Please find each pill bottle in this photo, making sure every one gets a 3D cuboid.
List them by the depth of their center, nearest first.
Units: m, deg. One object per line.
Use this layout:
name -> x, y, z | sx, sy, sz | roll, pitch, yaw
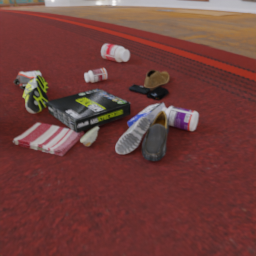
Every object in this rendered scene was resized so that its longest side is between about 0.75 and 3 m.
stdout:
pill bottle -> 2.082, -0.405, 11.500 | 1.448, 0.814, 0.814 | 15, 34, 23
pill bottle -> -1.852, -2.968, 15.944 | 1.169, 0.660, 0.660 | -16, 34, -21
pill bottle -> -0.867, -5.121, 19.257 | 1.851, 1.039, 1.039 | 22, 37, 31

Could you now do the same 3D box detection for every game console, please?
game console -> 1.034, -1.946, 14.683 | 2.040, 0.246, 1.203 | 19, 35, 27

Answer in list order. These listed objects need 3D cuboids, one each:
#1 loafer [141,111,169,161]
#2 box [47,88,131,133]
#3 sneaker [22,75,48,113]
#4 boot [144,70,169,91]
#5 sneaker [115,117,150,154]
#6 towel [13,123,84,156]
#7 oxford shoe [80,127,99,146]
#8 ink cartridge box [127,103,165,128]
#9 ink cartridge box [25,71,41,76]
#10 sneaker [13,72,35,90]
loafer -> 1.015, 0.252, 10.290 | 0.915, 0.908, 2.513 | 6, 32, 8
box -> -1.755, -0.878, 12.311 | 2.702, 0.665, 2.798 | -18, 30, -32
sneaker -> -4.481, -1.456, 13.372 | 1.018, 1.004, 2.664 | -32, 34, 16
boot -> 1.669, -2.862, 15.612 | 0.864, 0.886, 2.348 | 16, 33, 28
sneaker -> 0.148, 0.363, 10.366 | 0.644, 0.706, 1.722 | 47, 64, -4
towel -> -3.050, 0.345, 10.795 | 2.232, 0.254, 1.608 | 11, 31, 18
oxford shoe -> -1.419, 0.332, 10.710 | 0.523, 0.402, 1.391 | -35, 10, 21
ink cartridge box -> 0.811, -0.495, 11.750 | 0.836, 0.393, 1.778 | -12, 17, 42
ink cartridge box -> -5.560, -2.990, 16.294 | 0.910, 0.382, 0.659 | -14, 33, -22
sneaker -> -5.299, -2.295, 15.006 | 2.143, 0.826, 0.877 | 20, 62, 32
